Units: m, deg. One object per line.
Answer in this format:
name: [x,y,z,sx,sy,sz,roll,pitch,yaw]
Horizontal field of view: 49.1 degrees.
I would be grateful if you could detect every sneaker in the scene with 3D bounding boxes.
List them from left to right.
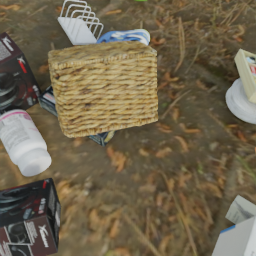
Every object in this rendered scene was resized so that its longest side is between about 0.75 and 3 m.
sneaker: [-0.216,-2.584,8.668,1.764,0.652,0.725,-7,46,15]

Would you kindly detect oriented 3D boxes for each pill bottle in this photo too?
pill bottle: [-2.640,0.382,7.117,0.893,0.893,1.576,-30,65,-15]

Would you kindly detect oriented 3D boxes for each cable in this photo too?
cable: [3.580,-0.805,7.963,1.493,0.517,1.493,6,60,3]

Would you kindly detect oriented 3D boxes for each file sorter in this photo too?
file sorter: [-1.522,-3.424,9.065,0.904,0.811,1.302,-11,58,-38]

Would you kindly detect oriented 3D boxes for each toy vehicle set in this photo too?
toy vehicle set: [3.825,-1.234,7.560,1.553,0.331,2.500,20,38,-4]

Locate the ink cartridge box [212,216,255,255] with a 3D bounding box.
ink cartridge box: [2.873,3.263,4.902,2.760,2.032,1.997,27,65,13]

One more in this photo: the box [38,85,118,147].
box: [-1.071,-0.788,7.944,2.271,0.522,1.805,31,64,15]

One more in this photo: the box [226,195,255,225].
box: [2.824,2.061,6.116,1.219,0.501,0.417,29,43,30]

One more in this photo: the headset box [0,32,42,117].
headset box: [-3.764,-0.932,7.242,2.604,1.938,1.006,-36,65,-18]

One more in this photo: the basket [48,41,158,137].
basket: [-0.677,-1.128,7.408,2.607,1.942,1.860,-13,30,-14]

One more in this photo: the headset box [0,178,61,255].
headset box: [-2.561,1.946,5.569,2.238,1.665,0.864,-12,106,-7]
